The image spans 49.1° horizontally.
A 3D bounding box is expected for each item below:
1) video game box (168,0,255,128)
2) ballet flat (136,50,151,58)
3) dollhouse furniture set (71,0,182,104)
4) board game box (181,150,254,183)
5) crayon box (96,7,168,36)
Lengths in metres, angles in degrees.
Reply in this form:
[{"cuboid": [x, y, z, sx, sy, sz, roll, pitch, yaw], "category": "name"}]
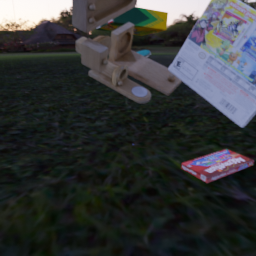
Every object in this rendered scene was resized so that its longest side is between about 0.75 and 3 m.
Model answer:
[{"cuboid": [2.284, -1.500, 6.115, 2.252, 2.052, 0.527, 44, 36, 20], "category": "video game box"}, {"cuboid": [0.255, -2.771, 11.460, 1.439, 0.500, 0.500, -23, 25, -15], "category": "ballet flat"}, {"cuboid": [0.259, -2.127, 6.991, 2.162, 2.654, 2.524, 31, 51, 17], "category": "dollhouse furniture set"}, {"cuboid": [2.239, 0.913, 6.986, 1.671, 0.162, 0.860, -12, 23, -31], "category": "board game box"}, {"cuboid": [0.057, -3.682, 9.732, 1.853, 0.626, 2.148, 2, 12, -21], "category": "crayon box"}]
